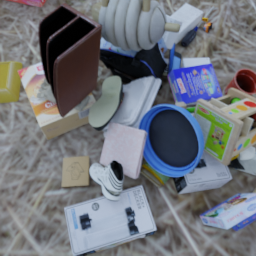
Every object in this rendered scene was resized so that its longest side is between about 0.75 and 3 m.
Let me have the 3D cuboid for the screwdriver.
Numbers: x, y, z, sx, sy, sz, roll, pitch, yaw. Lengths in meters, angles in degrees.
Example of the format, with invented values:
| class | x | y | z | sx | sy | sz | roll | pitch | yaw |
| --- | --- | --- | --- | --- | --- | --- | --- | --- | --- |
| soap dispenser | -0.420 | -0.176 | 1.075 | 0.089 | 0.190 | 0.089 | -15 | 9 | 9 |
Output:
| class | x | y | z | sx | sy | sz | roll | pitch | yaw |
| --- | --- | --- | --- | --- | --- | --- | --- | --- | --- |
| screwdriver | 3.044 | -4.496 | 12.093 | 0.416 | 0.399 | 2.860 | 39 | 67 | -13 |

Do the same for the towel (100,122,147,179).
| class | x | y | z | sx | sy | sz | roll | pitch | yaw |
| --- | --- | --- | --- | --- | --- | --- | --- | --- | --- |
| towel | -0.153 | 0.615 | 8.227 | 1.453 | 0.234 | 1.387 | 17 | 95 | 40 |

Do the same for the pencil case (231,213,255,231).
| class | x | y | z | sx | sy | sz | roll | pitch | yaw |
| --- | --- | --- | --- | --- | --- | --- | --- | --- | --- |
| pencil case | 3.411 | 2.617 | 8.093 | 0.963 | 0.418 | 0.376 | -23 | 106 | -11 |

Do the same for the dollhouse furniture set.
| class | x | y | z | sx | sy | sz | roll | pitch | yaw |
| --- | --- | --- | --- | --- | --- | --- | --- | --- | --- |
| dollhouse furniture set | 0.707 | 0.896 | 8.794 | 1.740 | 0.873 | 1.140 | 38 | 67 | 19 |

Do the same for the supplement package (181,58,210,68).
| class | x | y | z | sx | sy | sz | roll | pitch | yaw |
| --- | --- | --- | --- | --- | --- | --- | --- | --- | --- |
| supplement package | 2.567 | -1.886 | 10.459 | 1.011 | 0.720 | 1.299 | -2 | 60 | -1 |

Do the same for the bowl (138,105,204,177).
| class | x | y | z | sx | sy | sz | roll | pitch | yaw |
| --- | --- | --- | --- | --- | --- | --- | --- | --- | --- |
| bowl | 1.149 | 0.340 | 7.702 | 0.396 | 2.015 | 2.015 | -18 | 57 | -45 |

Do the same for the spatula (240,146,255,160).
| class | x | y | z | sx | sy | sz | roll | pitch | yaw |
| --- | --- | --- | --- | --- | --- | --- | --- | --- | --- |
| spatula | 4.345 | -0.042 | 8.760 | 1.649 | 0.190 | 2.372 | 0 | 62 | 19 |

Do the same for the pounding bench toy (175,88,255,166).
| class | x | y | z | sx | sy | sz | roll | pitch | yaw |
| --- | --- | --- | --- | --- | --- | --- | --- | --- | --- |
| pounding bench toy | 2.683 | -0.324 | 8.221 | 1.742 | 1.387 | 2.233 | -21 | 41 | -31 |

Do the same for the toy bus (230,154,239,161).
| class | x | y | z | sx | sy | sz | roll | pitch | yaw |
| --- | --- | --- | --- | --- | --- | --- | --- | --- | --- |
| toy bus | 3.018 | 0.624 | 8.449 | 0.724 | 0.374 | 0.683 | 0 | 61 | -41 |

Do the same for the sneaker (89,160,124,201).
| class | x | y | z | sx | sy | sz | roll | pitch | yaw |
| --- | --- | --- | --- | --- | --- | --- | --- | --- | --- |
| sneaker | -0.539 | 1.242 | 8.016 | 0.622 | 0.948 | 1.647 | 9 | 19 | -34 |

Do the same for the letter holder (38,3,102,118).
| class | x | y | z | sx | sy | sz | roll | pitch | yaw |
| --- | --- | --- | --- | --- | --- | --- | --- | --- | --- |
| letter holder | -1.822 | -1.702 | 7.786 | 1.271 | 2.527 | 1.796 | 34 | 61 | 10 |

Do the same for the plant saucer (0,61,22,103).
| class | x | y | z | sx | sy | sz | roll | pitch | yaw |
| --- | --- | --- | --- | --- | --- | --- | --- | --- | --- |
| plant saucer | -5.090 | -1.806 | 10.568 | 1.922 | 0.466 | 1.922 | -5 | 61 | -3 |

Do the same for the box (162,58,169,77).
| class | x | y | z | sx | sy | sz | roll | pitch | yaw |
| --- | --- | --- | --- | --- | --- | --- | --- | --- | --- |
| box | 1.212 | -2.450 | 11.064 | 0.923 | 0.223 | 0.731 | 14 | 62 | 8 |

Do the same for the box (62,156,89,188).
| class | x | y | z | sx | sy | sz | roll | pitch | yaw |
| --- | --- | --- | --- | --- | --- | --- | --- | --- | --- |
| box | -1.666 | 1.392 | 8.894 | 0.847 | 0.110 | 1.036 | -4 | 55 | -1 |

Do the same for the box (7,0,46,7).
| class | x | y | z | sx | sy | sz | roll | pitch | yaw |
| --- | --- | --- | --- | --- | --- | --- | --- | --- | --- |
| box | -5.130 | -6.737 | 12.812 | 2.803 | 1.438 | 1.327 | 15 | 62 | 7 |

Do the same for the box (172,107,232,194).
| class | x | y | z | sx | sy | sz | roll | pitch | yaw |
| --- | --- | --- | --- | --- | --- | --- | --- | --- | --- |
| box | 1.974 | 0.622 | 8.837 | 1.529 | 0.788 | 2.622 | -6 | 61 | -17 |

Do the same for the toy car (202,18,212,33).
| class | x | y | z | sx | sy | sz | roll | pitch | yaw |
| --- | --- | --- | --- | --- | --- | --- | --- | --- | --- |
| toy car | 3.326 | -4.464 | 11.855 | 0.333 | 0.999 | 0.490 | 24 | 80 | 27 |

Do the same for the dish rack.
| class | x | y | z | sx | sy | sz | roll | pitch | yaw |
| --- | --- | --- | --- | --- | --- | --- | --- | --- | --- |
| dish rack | -0.009 | -0.781 | 9.301 | 0.492 | 1.938 | 2.258 | 42 | 57 | -29 |

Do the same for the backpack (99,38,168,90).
| class | x | y | z | sx | sy | sz | roll | pitch | yaw |
| --- | --- | --- | --- | --- | --- | --- | --- | --- | --- |
| backpack | 0.102 | -2.665 | 9.952 | 2.378 | 2.496 | 1.923 | 16 | 77 | 24 |

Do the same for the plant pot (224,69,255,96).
| class | x | y | z | sx | sy | sz | roll | pitch | yaw |
| --- | --- | --- | --- | --- | --- | --- | --- | --- | --- |
| plant pot | 4.004 | -1.428 | 9.984 | 0.997 | 0.970 | 0.997 | 4 | 69 | -10 |

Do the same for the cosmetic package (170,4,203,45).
| class | x | y | z | sx | sy | sz | roll | pitch | yaw |
| --- | --- | --- | --- | --- | --- | --- | --- | --- | --- |
| cosmetic package | 2.141 | -4.336 | 11.926 | 0.930 | 0.571 | 2.254 | 37 | 67 | 21 |

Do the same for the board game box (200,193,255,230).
| class | x | y | z | sx | sy | sz | roll | pitch | yaw |
| --- | --- | --- | --- | --- | --- | --- | --- | --- | --- |
| board game box | 2.889 | 2.246 | 7.695 | 1.455 | 1.451 | 0.299 | -24 | 81 | -14 |

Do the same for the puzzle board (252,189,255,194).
| class | x | y | z | sx | sy | sz | roll | pitch | yaw |
| --- | --- | --- | --- | --- | --- | --- | --- | --- | --- |
| puzzle board | 5.141 | 1.941 | 8.596 | 1.885 | 0.218 | 2.501 | 40 | 68 | 19 |

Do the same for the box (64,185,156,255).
| class | x | y | z | sx | sy | sz | roll | pitch | yaw |
| --- | --- | --- | --- | --- | --- | --- | --- | --- | --- |
| box | -0.504 | 2.622 | 7.920 | 2.312 | 0.695 | 1.348 | -13 | 61 | -8 |

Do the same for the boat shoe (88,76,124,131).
| class | x | y | z | sx | sy | sz | roll | pitch | yaw |
| --- | --- | --- | --- | --- | --- | --- | --- | --- | --- |
| boat shoe | -0.616 | -0.706 | 8.894 | 0.844 | 0.723 | 2.306 | 1 | 44 | 14 |

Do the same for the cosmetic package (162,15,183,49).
| class | x | y | z | sx | sy | sz | roll | pitch | yaw |
| --- | --- | --- | --- | --- | --- | --- | --- | --- | --- |
| cosmetic package | 0.890 | -4.073 | 11.048 | 2.205 | 1.118 | 0.786 | 34 | 25 | 24 |

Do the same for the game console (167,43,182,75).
| class | x | y | z | sx | sy | sz | roll | pitch | yaw |
| --- | --- | --- | --- | --- | --- | --- | --- | --- | --- |
| game console | 1.731 | -2.375 | 10.007 | 0.843 | 0.584 | 0.988 | 14 | 78 | -33 |

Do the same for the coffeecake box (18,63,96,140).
| class | x | y | z | sx | sy | sz | roll | pitch | yaw |
| --- | --- | --- | --- | --- | --- | --- | --- | --- | --- |
| coffeecake box | -2.455 | -1.184 | 9.926 | 1.998 | 0.951 | 2.603 | -24 | 63 | -12 |

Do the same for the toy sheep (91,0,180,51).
| class | x | y | z | sx | sy | sz | roll | pitch | yaw |
| --- | --- | --- | --- | --- | --- | --- | --- | --- | --- |
| toy sheep | 0.153 | -3.059 | 7.900 | 2.691 | 1.855 | 1.855 | 20 | 62 | 22 |

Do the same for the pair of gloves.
| class | x | y | z | sx | sy | sz | roll | pitch | yaw |
| --- | --- | --- | --- | --- | --- | --- | --- | --- | --- |
| pair of gloves | -1.914 | -1.571 | 9.416 | 1.748 | 0.360 | 2.055 | 19 | 62 | 4 |

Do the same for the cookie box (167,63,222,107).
| class | x | y | z | sx | sy | sz | roll | pitch | yaw |
| --- | --- | --- | --- | --- | --- | --- | --- | --- | --- |
| cookie box | 2.221 | -1.418 | 9.418 | 1.475 | 0.554 | 1.261 | -11 | 77 | -14 |

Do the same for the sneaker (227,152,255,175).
| class | x | y | z | sx | sy | sz | roll | pitch | yaw |
| --- | --- | --- | --- | --- | --- | --- | --- | --- | --- |
| sneaker | 3.757 | 1.020 | 8.894 | 2.103 | 0.762 | 0.756 | 22 | 100 | 26 |
